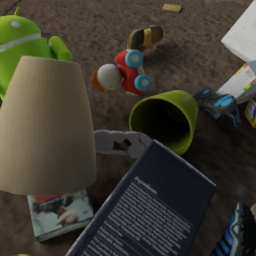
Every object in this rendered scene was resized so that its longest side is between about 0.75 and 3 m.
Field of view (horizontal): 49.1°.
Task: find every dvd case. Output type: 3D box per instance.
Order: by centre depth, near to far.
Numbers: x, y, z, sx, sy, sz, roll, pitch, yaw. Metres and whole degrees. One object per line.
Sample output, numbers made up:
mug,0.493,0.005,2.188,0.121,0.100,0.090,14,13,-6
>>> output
dvd case,-1.375,1.247,5.449,1.137,0.171,1.557,-17,68,-6

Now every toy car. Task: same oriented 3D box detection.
toy car,-0.290,-1.333,7.679,1.430,1.265,1.319,-24,12,-8

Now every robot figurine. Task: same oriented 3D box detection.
robot figurine,-2.517,-1.428,6.728,2.294,2.614,1.512,-26,18,-14

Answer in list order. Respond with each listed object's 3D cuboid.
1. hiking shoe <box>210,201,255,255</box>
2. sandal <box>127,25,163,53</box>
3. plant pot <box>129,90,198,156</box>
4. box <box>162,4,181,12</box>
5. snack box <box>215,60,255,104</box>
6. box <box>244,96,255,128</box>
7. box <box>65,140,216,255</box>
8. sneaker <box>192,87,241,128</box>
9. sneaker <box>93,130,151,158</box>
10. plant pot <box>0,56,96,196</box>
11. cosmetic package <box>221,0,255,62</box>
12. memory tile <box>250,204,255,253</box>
hiking shoe,1.449,1.749,4.040,0.647,0.556,1.493,-20,36,43
sandal,0.693,-3.075,9.768,0.570,0.848,2.111,16,40,38
plant pot,1.007,-0.240,6.663,1.477,1.477,1.422,21,32,21
box,2.027,-5.569,13.003,0.784,0.083,0.641,12,46,12
snack box,3.261,-1.212,7.339,1.397,1.657,0.561,-19,73,-20
box,4.092,-0.513,7.385,1.819,0.637,0.585,-7,44,-7
box,0.019,1.637,4.169,1.236,1.754,2.370,37,53,5
sneaker,2.213,-0.528,7.324,0.690,0.772,1.884,-33,22,1
sneaker,-0.159,0.346,6.186,1.461,0.840,0.549,9,84,-12
plant pot,-1.446,-0.156,5.001,1.952,2.084,1.952,6,10,-1
cosmetic package,4.304,-2.922,8.999,1.036,1.685,1.680,22,24,-45
memory tile,3.223,2.216,4.908,2.087,0.175,1.599,11,45,12
